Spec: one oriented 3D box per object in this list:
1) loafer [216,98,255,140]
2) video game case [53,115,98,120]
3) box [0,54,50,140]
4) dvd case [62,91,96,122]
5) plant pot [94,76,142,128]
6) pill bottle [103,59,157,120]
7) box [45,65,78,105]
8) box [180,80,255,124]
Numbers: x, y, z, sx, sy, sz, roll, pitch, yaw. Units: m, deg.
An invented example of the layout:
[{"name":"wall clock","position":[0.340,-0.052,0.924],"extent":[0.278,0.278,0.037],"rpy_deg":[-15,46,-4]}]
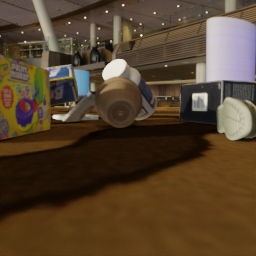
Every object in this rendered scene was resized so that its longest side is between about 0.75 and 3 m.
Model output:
[{"name":"loafer","position":[2.432,-0.228,5.966],"extent":[0.798,0.862,2.293],"rpy_deg":[-4,4,9]},{"name":"video game case","position":[-2.396,-0.490,12.683],"extent":[1.555,0.188,1.708],"rpy_deg":[-3,6,-30]},{"name":"box","position":[-3.562,-0.690,6.463],"extent":[2.649,1.678,2.750],"rpy_deg":[1,4,6]},{"name":"dvd case","position":[-1.631,-0.774,10.466],"extent":[1.594,0.140,1.137],"rpy_deg":[-42,-12,18]},{"name":"plant pot","position":[-0.276,-0.658,8.674],"extent":[1.591,1.591,1.388],"rpy_deg":[0,24,-4]},{"name":"pill bottle","position":[0.067,-1.526,11.290],"extent":[1.389,1.389,2.503],"rpy_deg":[4,-30,36]},{"name":"box","position":[-2.953,-1.205,8.739],"extent":[2.673,0.936,0.859],"rpy_deg":[-11,41,-6]},{"name":"box","position":[3.618,-0.947,10.441],"extent":[2.458,1.527,2.478],"rpy_deg":[-1,5,-23]}]
